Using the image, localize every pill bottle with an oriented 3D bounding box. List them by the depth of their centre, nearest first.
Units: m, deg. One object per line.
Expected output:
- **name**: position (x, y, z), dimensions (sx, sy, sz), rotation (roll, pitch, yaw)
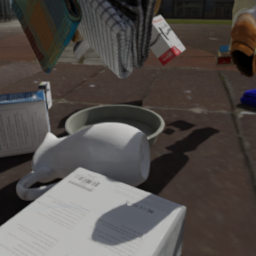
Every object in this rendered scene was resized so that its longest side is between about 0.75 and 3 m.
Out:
- **pill bottle**: position (3.218, -2.462, 6.221), dimensions (1.372, 0.771, 0.771), rotation (-17, 27, -6)

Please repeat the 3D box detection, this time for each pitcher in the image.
- **pitcher**: position (-0.835, 0.759, 5.572), dimensions (2.315, 1.403, 1.986), rotation (-3, 28, 16)

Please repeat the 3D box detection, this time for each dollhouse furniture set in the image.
- **dollhouse furniture set**: position (3.517, -2.342, 9.350), dimensions (1.318, 0.924, 0.929), rotation (4, -15, 34)

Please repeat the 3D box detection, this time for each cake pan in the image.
- **cake pan**: position (-0.373, 0.034, 7.994), dimensions (2.765, 0.507, 2.765), rotation (0, 25, 0)

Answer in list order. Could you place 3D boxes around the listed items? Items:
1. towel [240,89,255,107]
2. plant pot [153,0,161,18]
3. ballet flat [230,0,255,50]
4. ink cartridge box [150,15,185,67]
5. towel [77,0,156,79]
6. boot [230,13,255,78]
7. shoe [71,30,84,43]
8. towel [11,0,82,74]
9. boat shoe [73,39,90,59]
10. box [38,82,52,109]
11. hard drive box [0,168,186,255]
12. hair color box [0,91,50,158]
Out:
- **towel**: position (5.411, -1.010, 10.242), dimensions (1.526, 0.512, 2.066), rotation (-18, 30, -32)
- **plant pot**: position (0.131, -3.139, 6.774), dimensions (1.383, 1.383, 0.190), rotation (7, 19, 14)
- **ballet flat**: position (3.071, -2.522, 7.286), dimensions (0.899, 2.587, 0.899), rotation (-7, 64, 14)
- **ink cartridge box**: position (1.332, -3.472, 11.075), dimensions (0.722, 1.725, 1.245), rotation (-34, 7, 38)
- **towel**: position (-0.393, -2.214, 5.462), dimensions (0.983, 1.901, 2.296), rotation (-37, -10, -8)
- **boot**: position (2.318, -1.281, 4.961), dimensions (0.532, 1.387, 1.077), rotation (-20, 38, 47)
- **shoe**: position (-1.568, -3.583, 8.780), dimensions (0.470, 1.760, 0.615), rotation (-15, 41, -28)
- **towel**: position (-1.643, -2.182, 5.235), dimensions (0.259, 1.750, 2.387), rotation (-27, 2, -30)
- **boat shoe**: position (-1.457, -3.977, 10.208), dimensions (0.995, 2.936, 1.053), rotation (27, -3, -14)
- **box**: position (-3.005, -1.170, 10.145), dimensions (0.267, 0.889, 0.519), rotation (0, 26, 0)
- **hard drive box**: position (-0.663, 1.786, 3.629), dimensions (2.009, 0.990, 2.577), rotation (14, 28, 28)
- **hair color box**: position (-3.475, -0.024, 7.002), dimensions (2.878, 1.439, 0.871), rotation (-8, 26, -16)
